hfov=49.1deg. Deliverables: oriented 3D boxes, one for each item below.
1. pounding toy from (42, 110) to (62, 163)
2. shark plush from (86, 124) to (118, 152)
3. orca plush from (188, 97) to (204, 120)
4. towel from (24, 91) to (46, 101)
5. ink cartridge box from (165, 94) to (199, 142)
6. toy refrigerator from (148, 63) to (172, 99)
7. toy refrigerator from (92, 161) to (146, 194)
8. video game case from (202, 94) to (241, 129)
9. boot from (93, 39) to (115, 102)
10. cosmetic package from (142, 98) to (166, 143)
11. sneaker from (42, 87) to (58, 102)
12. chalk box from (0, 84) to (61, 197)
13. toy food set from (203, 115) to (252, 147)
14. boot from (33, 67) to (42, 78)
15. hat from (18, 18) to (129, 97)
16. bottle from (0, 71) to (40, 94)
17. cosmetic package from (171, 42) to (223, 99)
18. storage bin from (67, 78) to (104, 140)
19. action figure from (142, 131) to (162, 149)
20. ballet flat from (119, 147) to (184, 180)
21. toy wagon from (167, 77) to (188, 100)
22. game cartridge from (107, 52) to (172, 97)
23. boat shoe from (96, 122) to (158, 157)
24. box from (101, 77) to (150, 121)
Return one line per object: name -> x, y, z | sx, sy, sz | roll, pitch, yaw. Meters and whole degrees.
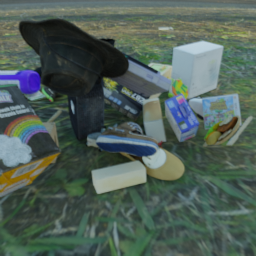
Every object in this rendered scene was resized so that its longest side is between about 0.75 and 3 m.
pounding toy -> -2.435, 0.240, 7.839 | 1.147, 1.245, 0.885 | -1, 30, -2
shark plush -> -0.701, 0.221, 8.532 | 1.349, 0.562, 0.613 | -25, 36, -35
orca plush -> 2.785, -0.633, 9.031 | 1.636, 0.861, 0.581 | 20, 47, 26
towel -> -3.902, -1.347, 11.729 | 0.658, 0.101, 0.862 | -21, 35, -31
ink cartridge box -> 1.539, -0.283, 8.145 | 0.585, 1.531, 1.045 | -26, 72, 3
toy refrigerator -> 0.922, -1.947, 11.916 | 1.049, 0.967, 2.764 | 14, 33, 23
toy refrigerator -> -0.224, 1.224, 6.954 | 1.259, 0.441, 0.478 | -10, 22, -18
video game case -> 2.796, -0.479, 8.417 | 1.047, 0.953, 0.115 | -6, -5, 12
boot -> -0.803, -2.378, 11.272 | 2.853, 2.338, 1.056 | -17, 32, -33
cosmetic package -> 0.823, -0.259, 9.064 | 0.567, 0.839, 1.594 | -10, 31, 7
sneaker -> -3.059, -1.636, 11.559 | 0.687, 0.629, 1.639 | -34, 27, 16
chalk box -> -3.042, 0.106, 6.145 | 2.540, 1.574, 1.585 | 54, 33, 11
toy food set -> 2.623, 0.038, 7.782 | 1.148, 0.334, 1.663 | -49, 4, -10
boot -> -4.323, -2.428, 13.170 | 1.392, 0.532, 1.170 | -15, 29, -11
hat -> -1.515, -1.476, 7.024 | 2.967, 1.197, 2.967 | 17, -8, 3
bottle -> -5.254, -1.895, 11.712 | 2.925, 0.955, 1.222 | 1, 10, 9
cosmetic package -> 2.891, -2.502, 11.934 | 1.906, 1.912, 1.175 | -23, 36, -33
storage bin -> -1.340, -0.680, 8.729 | 0.864, 1.842, 1.246 | -12, 42, -19
action figure -> 0.476, 0.336, 8.554 | 1.191, 0.389, 0.590 | 10, 38, 15
ballet flat -> 0.398, 0.704, 7.468 | 2.306, 0.727, 0.791 | 22, 73, 39
toy wagon -> 1.743, -1.405, 10.106 | 0.216, 1.090, 0.846 | -8, 43, 54
game cartridge -> -0.199, -1.701, 8.224 | 2.661, 0.511, 1.725 | 23, -12, -17
boat shoe -> -0.020, 0.221, 7.029 | 1.975, 0.714, 0.715 | 4, 59, 42
box -> -0.138, -1.317, 10.022 | 1.814, 0.446, 1.462 | 31, 69, 1
